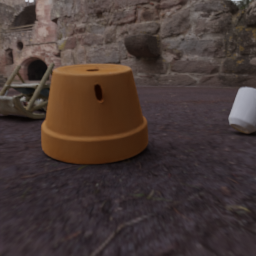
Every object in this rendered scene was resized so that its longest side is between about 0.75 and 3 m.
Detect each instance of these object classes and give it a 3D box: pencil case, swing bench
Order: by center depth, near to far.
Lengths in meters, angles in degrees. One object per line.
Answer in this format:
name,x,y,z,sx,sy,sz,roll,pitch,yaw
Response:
swing bench,-4.788,-1.530,13.033,2.734,1.783,2.748,8,47,33
pencil case,-4.948,-1.471,15.516,2.585,1.006,1.156,10,0,42

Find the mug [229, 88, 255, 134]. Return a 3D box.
mug,4.112,-0.440,9.480,1.218,1.248,1.520,23,-9,48

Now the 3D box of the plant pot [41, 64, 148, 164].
plant pot,-0.870,-0.543,7.138,2.777,1.944,2.777,-1,20,0
